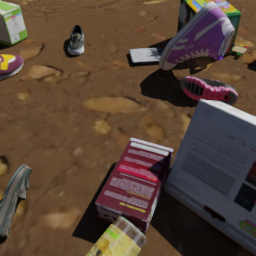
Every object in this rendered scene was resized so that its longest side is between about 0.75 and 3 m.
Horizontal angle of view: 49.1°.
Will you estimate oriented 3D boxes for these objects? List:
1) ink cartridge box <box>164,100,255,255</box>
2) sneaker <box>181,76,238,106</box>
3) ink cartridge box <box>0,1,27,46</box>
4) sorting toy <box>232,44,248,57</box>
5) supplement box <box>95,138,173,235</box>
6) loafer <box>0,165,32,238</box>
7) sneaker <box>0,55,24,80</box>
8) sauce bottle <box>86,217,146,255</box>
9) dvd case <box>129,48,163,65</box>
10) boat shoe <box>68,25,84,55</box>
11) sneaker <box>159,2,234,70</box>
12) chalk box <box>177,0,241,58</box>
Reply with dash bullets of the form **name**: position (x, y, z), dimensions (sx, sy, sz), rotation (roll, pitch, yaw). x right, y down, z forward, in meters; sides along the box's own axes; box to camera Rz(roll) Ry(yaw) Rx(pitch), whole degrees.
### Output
- **ink cartridge box**: position (2.310, 0.930, 5.757), dimensions (2.557, 2.245, 1.072), rotation (32, 21, 33)
- **sneaker**: position (2.562, -1.274, 8.877), dimensions (1.791, 0.708, 0.854), rotation (21, 41, 10)
- **ink cartridge box**: position (-5.418, -4.928, 11.265), dimensions (1.997, 2.702, 1.023), rotation (21, 47, 21)
- **sorting toy**: position (4.405, -3.065, 11.133), dimensions (0.452, 0.159, 0.938), rotation (29, 51, 28)
- **supplement box**: position (0.205, 1.192, 6.185), dimensions (1.096, 0.613, 2.014), rotation (15, 43, 16)
- **loafer**: position (-2.335, 1.510, 5.808), dimensions (0.467, 0.533, 1.485), rotation (21, 68, 6)
- **sneaker**: position (-4.850, -2.214, 9.487), dimensions (2.521, 1.136, 0.945), rotation (-27, 49, -26)
- **sauce bottle**: position (-0.561, 2.414, 4.471), dimensions (0.667, 0.667, 2.061), rotation (30, 64, 28)
- **dvd case**: position (0.759, -2.769, 10.810), dimensions (1.329, 0.164, 0.999), rotation (-6, 43, -6)
- **boat shoe**: position (-2.136, -3.619, 11.458), dimensions (0.636, 0.524, 1.853), rotation (-4, 43, -4)
- **sneaker**: position (2.221, -2.534, 9.229), dimensions (0.977, 2.695, 1.536), rotation (-23, 73, -47)
- **chalk box**: position (3.157, -3.867, 10.913), dimensions (1.656, 1.667, 2.671), rotation (-8, 45, -8)
